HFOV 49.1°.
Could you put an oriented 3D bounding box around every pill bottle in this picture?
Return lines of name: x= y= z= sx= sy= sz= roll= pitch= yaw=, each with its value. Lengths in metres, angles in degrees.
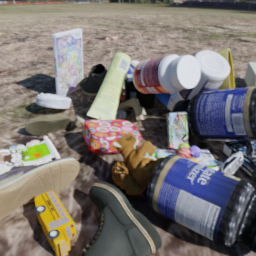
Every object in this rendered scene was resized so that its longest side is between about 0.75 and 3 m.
pill bottle: x=1.859 y=1.674 z=6.258 sx=2.622 sy=1.466 sz=1.466 roll=19 pitch=34 yaw=31
pill bottle: x=1.314 y=-1.895 z=10.033 sx=1.303 sy=1.303 sz=2.378 roll=-19 pitch=15 yaw=-31
pill bottle: x=-0.111 y=-2.735 z=14.538 sx=1.274 sy=1.274 sz=2.201 roll=15 pitch=32 yaw=25
pill bottle: x=3.036 y=-0.403 z=9.248 sx=2.991 sy=1.673 sz=1.673 roll=-1 pitch=21 yaw=44
pill bottle: x=2.672 y=-1.604 z=10.642 sx=1.336 sy=2.405 sz=1.336 roll=7 pitch=55 yaw=-11

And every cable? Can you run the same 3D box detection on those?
cable: x=-3.182 y=-1.112 z=11.868 sx=1.439 sy=0.498 sz=1.439 roll=9 pitch=9 yaw=4

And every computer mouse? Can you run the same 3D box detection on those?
computer mouse: x=3.080 y=0.891 z=8.030 sx=1.287 sy=0.705 sz=0.282 roll=-43 pitch=41 yaw=-7

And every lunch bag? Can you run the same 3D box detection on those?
lunch bag: x=-0.619 y=0.176 z=9.520 sx=1.824 sy=0.747 sz=1.606 roll=-1 pitch=27 yaw=-25

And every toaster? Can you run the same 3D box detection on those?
toaster: x=0.486 y=-1.610 z=12.221 sx=1.399 sy=1.547 sz=0.918 roll=-2 pitch=33 yaw=-2

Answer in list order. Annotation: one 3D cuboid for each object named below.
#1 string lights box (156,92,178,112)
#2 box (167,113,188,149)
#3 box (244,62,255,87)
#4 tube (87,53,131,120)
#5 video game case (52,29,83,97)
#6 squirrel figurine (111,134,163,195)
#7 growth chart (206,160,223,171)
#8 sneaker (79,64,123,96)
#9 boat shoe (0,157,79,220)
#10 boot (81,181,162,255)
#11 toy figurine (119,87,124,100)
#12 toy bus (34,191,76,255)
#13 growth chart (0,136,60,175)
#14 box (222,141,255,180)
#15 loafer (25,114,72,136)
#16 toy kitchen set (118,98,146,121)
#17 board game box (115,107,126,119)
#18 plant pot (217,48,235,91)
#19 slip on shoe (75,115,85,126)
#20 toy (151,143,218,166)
string lights box: x=1.790 y=-1.811 z=12.816 sx=1.193 sy=0.685 sz=2.322 roll=-16 pitch=48 yaw=-29
box: x=1.638 y=0.103 z=9.316 sx=0.656 sy=1.192 sz=0.207 roll=-2 pitch=-3 yaw=3
box: x=6.648 y=-2.455 z=14.235 sx=0.910 sy=1.094 sz=2.662 roll=7 pitch=31 yaw=11
tube: x=-0.663 y=-1.598 z=11.071 sx=0.817 sy=0.731 sz=2.818 roll=6 pitch=71 yaw=38
video game case: x=-2.811 y=-3.098 z=13.404 sx=0.262 sy=2.909 sz=2.083 roll=14 pitch=30 yaw=20
squirrel figurine: x=0.088 y=0.956 z=7.573 sx=1.433 sy=1.535 sz=1.086 roll=40 pitch=4 yaw=16
growth chart: x=2.071 y=1.009 z=8.597 sx=1.245 sy=0.153 sz=1.721 roll=-14 pitch=22 yaw=-37
sneaker: x=-1.554 y=-2.336 z=13.069 sx=2.888 sy=1.534 sz=1.080 roll=16 pitch=61 yaw=43
boat shoe: x=-2.715 y=1.412 z=7.205 sx=2.981 sy=1.072 sz=0.966 roll=-26 pitch=43 yaw=-29
boot: x=-0.603 y=2.171 z=6.090 sx=1.564 sy=0.876 sz=2.261 roll=-27 pitch=37 yaw=-31
toy figurine: x=-0.143 y=-1.532 z=13.187 sx=0.804 sy=0.656 sz=0.873 roll=25 pitch=58 yaw=23
toy bus: x=-1.680 y=2.150 z=6.392 sx=0.627 sy=0.521 sz=1.601 roll=-17 pitch=32 yaw=-30
growth chart: x=-3.401 y=0.982 z=8.802 sx=2.467 sy=0.219 sz=1.785 roll=-20 pitch=37 yaw=-33
box: x=4.257 y=0.838 z=8.852 sx=1.922 sy=0.442 sz=1.527 roll=-9 pitch=30 yaw=-16
loafer: x=-3.014 y=-0.147 z=10.531 sx=1.717 sy=0.653 sz=0.579 roll=-7 pitch=26 yaw=-31
toy kitchen set: x=0.197 y=-0.635 z=11.484 sx=0.816 sy=0.904 sz=0.738 roll=-20 pitch=-10 yaw=22
board game box: x=-0.579 y=-0.589 z=11.644 sx=0.892 sy=0.275 sz=0.892 roll=21 pitch=35 yaw=35
plant pot: x=3.624 y=-2.123 z=12.069 sx=1.598 sy=2.251 sz=2.251 roll=-5 pitch=25 yaw=26
slip on shoe: x=-1.858 y=-0.243 z=10.577 sx=0.395 sy=0.315 sz=1.038 roll=34 pitch=-3 yaw=-15
toy: x=1.645 y=0.753 z=8.590 sx=1.916 sy=0.452 sz=1.103 roll=-3 pitch=20 yaw=1
